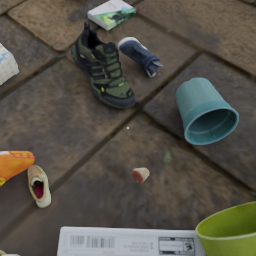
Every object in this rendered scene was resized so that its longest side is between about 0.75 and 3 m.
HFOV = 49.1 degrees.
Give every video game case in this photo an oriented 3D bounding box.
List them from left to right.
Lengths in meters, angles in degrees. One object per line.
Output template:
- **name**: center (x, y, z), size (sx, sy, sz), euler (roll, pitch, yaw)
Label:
- **video game case**: center (0.079, 3.217, 5.057), size (2.891, 0.342, 2.631), euler (4, 60, -6)

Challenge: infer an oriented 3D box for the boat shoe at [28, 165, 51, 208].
- **boat shoe**: center (-2.109, 1.289, 6.560), size (0.428, 0.384, 1.157), euler (-26, 55, -15)

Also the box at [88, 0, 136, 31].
- **box**: center (-0.580, -4.118, 10.072), size (1.035, 0.261, 1.434), euler (39, 63, 22)

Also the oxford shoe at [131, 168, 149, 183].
- **oxford shoe**: center (0.296, 0.982, 6.122), size (0.344, 0.931, 0.330), euler (-29, 86, -10)

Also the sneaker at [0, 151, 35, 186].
- **sneaker**: center (-3.437, 1.329, 6.334), size (2.857, 1.043, 1.102), euler (-24, 71, -5)

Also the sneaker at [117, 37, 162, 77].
- **sneaker**: center (0.401, -2.056, 8.239), size (1.450, 0.551, 1.047), euler (7, 44, -51)

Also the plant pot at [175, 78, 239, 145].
- **plant pot**: center (1.901, -0.504, 7.250), size (1.371, 1.371, 1.342), euler (-10, 51, -7)

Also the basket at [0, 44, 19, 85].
- **basket**: center (-4.244, -1.941, 8.153), size (1.711, 1.190, 1.508), euler (37, 63, 11)

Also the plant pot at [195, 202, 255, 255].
- **plant pot**: center (2.480, 2.587, 4.957), size (1.946, 1.946, 2.080), euler (-17, 82, -10)

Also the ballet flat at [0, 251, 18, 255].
- **ballet flat**: center (-1.942, 2.883, 5.404), size (1.795, 0.623, 0.623), euler (19, 59, 11)

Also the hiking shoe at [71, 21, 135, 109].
- **hiking shoe**: center (-0.639, -1.658, 7.688), size (0.958, 1.273, 2.529), euler (-36, 81, -32)
